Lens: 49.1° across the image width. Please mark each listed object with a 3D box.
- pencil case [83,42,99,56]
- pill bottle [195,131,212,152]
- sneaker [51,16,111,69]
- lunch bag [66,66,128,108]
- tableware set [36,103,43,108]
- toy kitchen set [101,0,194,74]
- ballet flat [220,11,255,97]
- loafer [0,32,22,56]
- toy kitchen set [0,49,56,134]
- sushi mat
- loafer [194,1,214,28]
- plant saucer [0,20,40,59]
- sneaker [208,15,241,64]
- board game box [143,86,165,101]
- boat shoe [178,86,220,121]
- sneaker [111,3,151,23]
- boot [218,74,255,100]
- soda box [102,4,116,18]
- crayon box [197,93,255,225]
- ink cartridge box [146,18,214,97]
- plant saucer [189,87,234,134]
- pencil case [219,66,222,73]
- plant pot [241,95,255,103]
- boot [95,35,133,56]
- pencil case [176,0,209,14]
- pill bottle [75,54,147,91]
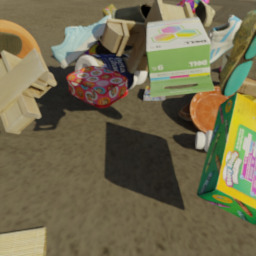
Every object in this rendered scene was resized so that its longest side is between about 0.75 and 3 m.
[{"bbox_3d":[-0.896,-3.426,11.539,2.141,0.946,0.946,-8,35,-11],"label":"pencil case"},{"bbox_3d":[2.945,0.483,9.256,1.354,0.752,0.752,5,35,7],"label":"pill bottle"},{"bbox_3d":[-1.733,-3.384,10.274,2.707,1.109,1.001,-37,15,11],"label":"sneaker"},{"bbox_3d":[-0.786,-1.230,7.751,1.526,0.625,1.344,28,48,32],"label":"lunch bag"},{"bbox_3d":[-4.218,-0.877,11.789,1.084,0.126,0.905,13,37,18],"label":"tableware set"},{"bbox_3d":[0.464,-1.911,7.897,2.069,2.536,2.288,0,63,-19],"label":"toy kitchen set"},{"bbox_3d":[2.559,-1.678,6.452,0.743,2.102,0.743,5,49,-6],"label":"ballet flat"},{"bbox_3d":[-3.671,-2.196,6.975,0.686,0.773,2.033,12,5,33],"label":"loafer"},{"bbox_3d":[-2.224,-1.004,7.175,1.766,1.597,1.957,20,37,-60],"label":"toy kitchen set"},{"bbox_3d":[-3.099,2.921,6.278,2.444,0.148,1.169,-6,34,-8],"label":"sushi mat"},{"bbox_3d":[2.416,-3.498,8.652,0.493,0.546,1.443,20,43,-13],"label":"loafer"},{"bbox_3d":[-3.521,-1.931,8.112,2.270,2.270,0.425,-29,31,-35],"label":"plant saucer"},{"bbox_3d":[3.512,-3.442,11.393,1.030,2.551,0.976,42,39,-15],"label":"sneaker"},{"bbox_3d":[1.204,-1.508,12.550,0.934,0.288,0.935,7,35,8],"label":"board game box"},{"bbox_3d":[3.012,-1.078,11.351,2.607,0.936,0.987,-28,43,-34],"label":"boat shoe"},{"bbox_3d":[0.586,-3.412,9.307,1.193,0.840,2.245,3,5,37],"label":"sneaker"},{"bbox_3d":[5.470,-1.695,12.207,2.847,1.030,2.369,21,20,-2],"label":"boot"},{"bbox_3d":[-0.671,-4.599,12.259,0.528,1.558,0.499,-32,72,-5],"label":"soda box"},{"bbox_3d":[2.519,0.610,6.040,1.445,0.709,2.433,28,62,-7],"label":"crayon box"},{"bbox_3d":[0.915,-1.430,5.304,1.104,0.630,2.126,-4,37,8],"label":"ink cartridge box"},{"bbox_3d":[3.297,-0.568,10.429,2.028,0.327,2.028,0,67,1],"label":"plant saucer"},{"bbox_3d":[5.345,-3.138,14.753,1.110,0.491,0.491,-18,39,-24],"label":"pencil case"},{"bbox_3d":[4.658,-0.849,11.149,1.123,0.797,1.123,0,34,0],"label":"plant pot"},{"bbox_3d":[-0.299,-2.986,10.299,1.944,0.673,1.693,-5,1,-16],"label":"boot"},{"bbox_3d":[2.305,-4.734,11.096,1.766,0.781,0.781,-28,10,46],"label":"pencil case"},{"bbox_3d":[-0.534,-1.956,10.118,2.492,1.384,1.384,-16,36,-40],"label":"pill bottle"}]
